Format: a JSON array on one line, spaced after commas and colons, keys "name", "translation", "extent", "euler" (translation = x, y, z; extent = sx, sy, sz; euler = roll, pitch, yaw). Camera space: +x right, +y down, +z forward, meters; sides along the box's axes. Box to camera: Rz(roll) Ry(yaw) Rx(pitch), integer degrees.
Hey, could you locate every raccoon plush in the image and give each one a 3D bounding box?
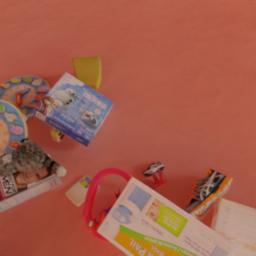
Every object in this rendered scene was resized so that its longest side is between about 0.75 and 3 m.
[{"name": "raccoon plush", "translation": [-2.808, 1.084, 7.711], "extent": [1.843, 0.892, 1.235], "euler": [25, 58, 28]}]

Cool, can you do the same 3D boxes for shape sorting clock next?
[{"name": "shape sorting clock", "translation": [-4.115, -1.189, 10.542], "extent": [2.384, 0.468, 2.384], "euler": [0, 50, 0]}, {"name": "shape sorting clock", "translation": [-4.283, 0.289, 8.691], "extent": [2.430, 0.477, 2.430], "euler": [-2, 81, 13]}]

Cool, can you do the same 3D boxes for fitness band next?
[{"name": "fitness band", "translation": [-0.470, 2.020, 7.472], "extent": [1.368, 0.357, 1.905], "euler": [12, 80, 14]}]

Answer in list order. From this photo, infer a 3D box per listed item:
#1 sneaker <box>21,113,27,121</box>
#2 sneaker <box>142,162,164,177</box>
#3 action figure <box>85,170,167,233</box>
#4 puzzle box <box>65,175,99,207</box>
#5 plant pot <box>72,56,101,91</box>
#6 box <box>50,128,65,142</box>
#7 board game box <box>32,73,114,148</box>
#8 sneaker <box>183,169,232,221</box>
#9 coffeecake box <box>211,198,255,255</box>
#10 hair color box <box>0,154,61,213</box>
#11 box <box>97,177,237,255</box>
[{"name": "sneaker", "translation": [-4.125, 0.117, 9.388], "extent": [1.736, 0.611, 0.696], "euler": [-31, 64, -6]}, {"name": "sneaker", "translation": [0.736, 1.270, 8.686], "extent": [0.752, 0.302, 0.324], "euler": [-15, 45, -26]}, {"name": "action figure", "translation": [-0.079, 2.027, 7.704], "extent": [2.545, 0.832, 0.658], "euler": [-34, 89, -25]}, {"name": "puzzle box", "translation": [-1.354, 1.848, 8.289], "extent": [0.573, 0.110, 0.862], "euler": [36, 59, 26]}, {"name": "plant pot", "translation": [-1.550, -2.030, 10.882], "extent": [1.063, 1.056, 1.087], "euler": [-6, 76, -4]}, {"name": "box", "translation": [-2.160, -0.060, 9.655], "extent": [0.287, 0.431, 1.146], "euler": [24, 56, 19]}, {"name": "board game box", "translation": [-1.777, -0.668, 9.538], "extent": [2.044, 0.443, 2.034], "euler": [32, 49, -6]}, {"name": "sneaker", "translation": [2.109, 1.889, 7.900], "extent": [1.968, 0.770, 0.760], "euler": [-31, 54, -34]}, {"name": "coffeecake box", "translation": [2.798, 2.903, 7.065], "extent": [1.388, 0.661, 1.808], "euler": [17, 53, 13]}, {"name": "hair color box", "translation": [-3.010, 1.585, 8.207], "extent": [1.846, 0.560, 0.914], "euler": [-23, 53, -18]}, {"name": "box", "translation": [0.827, 2.425, 6.187], "extent": [2.535, 1.285, 1.426], "euler": [30, 79, 18]}]
